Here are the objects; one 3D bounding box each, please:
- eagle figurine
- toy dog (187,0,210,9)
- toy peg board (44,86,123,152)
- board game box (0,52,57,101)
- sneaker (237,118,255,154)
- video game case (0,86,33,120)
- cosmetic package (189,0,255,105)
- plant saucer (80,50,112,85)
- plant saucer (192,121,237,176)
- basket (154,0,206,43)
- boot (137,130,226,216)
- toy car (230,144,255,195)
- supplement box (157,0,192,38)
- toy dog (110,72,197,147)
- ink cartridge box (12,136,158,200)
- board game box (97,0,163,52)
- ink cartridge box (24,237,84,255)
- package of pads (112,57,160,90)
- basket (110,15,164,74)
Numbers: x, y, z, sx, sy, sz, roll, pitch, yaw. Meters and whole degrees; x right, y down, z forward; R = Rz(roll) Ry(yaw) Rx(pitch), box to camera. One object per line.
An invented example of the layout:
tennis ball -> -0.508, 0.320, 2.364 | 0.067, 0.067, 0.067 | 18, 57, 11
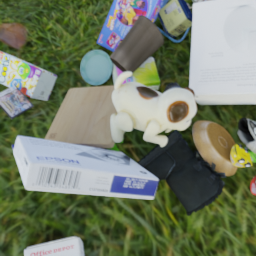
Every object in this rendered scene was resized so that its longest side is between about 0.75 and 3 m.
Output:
eagle figurine -> 1.625, -0.669, 8.920 | 1.029, 1.034, 1.363 | 2, 37, -12
toy dog -> 3.264, -5.259, 11.838 | 1.784, 1.303, 2.705 | -27, 61, -16
toy peg board -> -1.053, -0.121, 8.792 | 2.245, 1.103, 2.254 | 0, 52, 23
board game box -> -3.596, -1.763, 9.546 | 1.894, 0.993, 0.976 | 24, 96, 14
sneaker -> 3.990, -0.074, 8.346 | 1.354, 0.880, 2.345 | 32, 46, 3
video game case -> -3.507, -0.793, 8.562 | 0.889, 0.113, 0.804 | 48, 53, 2
cosmetic package -> 3.496, -2.232, 8.509 | 2.882, 1.777, 2.891 | 2, 83, 26
plant saucer -> -1.129, -2.178, 10.209 | 1.262, 0.227, 1.262 | 1, 93, 19
plant saucer -> 2.658, 0.488, 8.170 | 1.848, 0.327, 1.848 | 24, 44, -26
basket -> 1.507, -5.178, 11.188 | 2.923, 2.033, 2.577 | 30, 98, -3
boot -> 1.180, 1.498, 7.709 | 2.509, 0.929, 2.056 | -41, 85, 5
toy car -> 3.556, 0.990, 8.124 | 1.948, 0.434, 1.833 | 54, 39, -10
supplement box -> 1.885, -4.350, 11.048 | 0.716, 1.065, 1.066 | -2, 66, -53
toy dog -> 0.689, -0.504, 6.880 | 1.974, 1.914, 1.377 | 5, 25, 27
ink cartridge box -> -1.158, 0.784, 6.631 | 2.824, 2.830, 0.575 | 12, 96, -30
board game box -> 0.027, -3.923, 10.487 | 1.611, 2.396, 0.536 | 32, 19, 15
ink cartridge box -> -1.627, 3.635, 6.474 | 1.324, 0.797, 1.822 | -10, 59, -7
package of pads -> 0.249, -1.911, 10.157 | 1.621, 0.553, 1.253 | -7, 60, -4
basket -> 0.252, -2.656, 9.443 | 1.116, 1.480, 1.642 | 40, 89, 23
